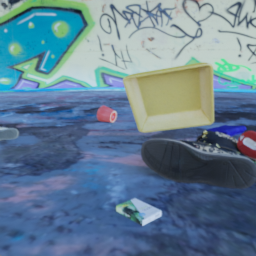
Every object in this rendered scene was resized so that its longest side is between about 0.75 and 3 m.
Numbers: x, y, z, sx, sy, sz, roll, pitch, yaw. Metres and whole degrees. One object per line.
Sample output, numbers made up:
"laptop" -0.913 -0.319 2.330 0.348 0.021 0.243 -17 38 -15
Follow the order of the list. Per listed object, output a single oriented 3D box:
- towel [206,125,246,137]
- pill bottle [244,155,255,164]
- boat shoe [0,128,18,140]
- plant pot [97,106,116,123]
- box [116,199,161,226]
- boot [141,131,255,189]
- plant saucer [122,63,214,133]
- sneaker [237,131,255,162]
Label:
"towel" 4.421 0.171 12.712 1.581 0.392 1.168 -10 8 -38
"pill bottle" 3.972 0.905 8.821 0.453 0.453 0.801 -9 14 -37
"boat shoe" -5.530 0.249 11.724 1.706 0.629 0.547 -4 6 -39
"plant pot" -1.171 -0.719 15.869 0.831 0.939 0.939 18 19 27
"box" 0.208 1.701 5.728 0.561 0.141 0.777 -10 14 -42
"boot" 2.022 0.720 8.104 2.973 1.088 2.238 7 14 16
"plant saucer" 1.520 -1.113 10.030 2.892 2.893 0.701 -8 49 11
"sneaker" 4.097 0.982 7.319 1.369 0.929 2.371 23 23 -36
